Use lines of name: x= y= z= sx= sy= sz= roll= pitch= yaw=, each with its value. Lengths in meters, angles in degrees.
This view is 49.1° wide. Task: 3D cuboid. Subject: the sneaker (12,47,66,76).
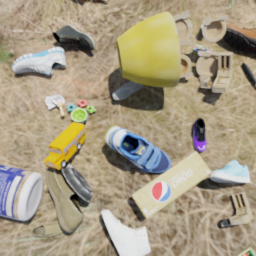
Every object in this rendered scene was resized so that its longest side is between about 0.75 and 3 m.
sneaker: x=-3.748 y=-2.642 z=11.952 sx=2.307 sy=0.865 sz=1.000 roll=-20 pitch=79 yaw=-6

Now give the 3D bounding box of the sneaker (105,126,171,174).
sneaker: x=0.498 y=0.934 z=10.303 sx=2.832 sy=1.165 sz=1.047 roll=29 pitch=80 yaw=-20

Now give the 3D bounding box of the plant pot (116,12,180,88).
plant pot: x=0.626 y=-2.735 z=10.443 sx=1.946 sy=2.741 sz=2.741 roll=-9 pitch=73 yaw=-4

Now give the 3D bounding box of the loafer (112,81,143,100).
loafer: x=-0.064 y=-1.600 z=11.755 sx=1.454 sy=0.508 sz=0.507 roll=-28 pitch=36 yaw=-21

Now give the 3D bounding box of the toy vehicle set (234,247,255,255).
toy vehicle set: x=4.329 y=5.368 z=9.763 sx=1.216 sy=0.260 sz=1.958 roll=-29 pitch=75 yaw=-9

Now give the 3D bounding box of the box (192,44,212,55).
box: x=3.315 y=-3.433 z=12.534 sx=0.784 sy=0.136 sz=0.431 roll=21 pitch=74 yaw=6

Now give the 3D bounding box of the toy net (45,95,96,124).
toy net: x=-2.467 y=-0.960 z=11.530 sx=2.166 sy=0.418 sz=1.136 roll=28 pitch=66 yaw=14

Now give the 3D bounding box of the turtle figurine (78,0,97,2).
turtle figurine: x=-1.912 y=-6.427 z=13.341 sx=1.060 sy=0.341 sz=0.855 roll=-7 pitch=71 yaw=1

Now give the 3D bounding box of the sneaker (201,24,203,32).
sneaker: x=3.483 y=-4.473 z=12.623 sx=0.345 sy=0.382 sz=0.933 roll=7 pitch=37 yaw=32

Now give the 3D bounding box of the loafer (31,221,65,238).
loafer: x=-2.865 y=3.718 z=10.167 sx=1.342 sy=0.452 sz=0.510 roll=-14 pitch=73 yaw=-4

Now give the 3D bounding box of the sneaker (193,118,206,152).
sneaker: x=2.848 y=0.236 z=11.100 sx=0.483 sy=0.690 sz=1.388 roll=-2 pitch=73 yaw=2

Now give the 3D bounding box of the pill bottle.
pill bottle: x=-4.735 y=2.164 z=9.977 sx=2.956 sy=1.710 sz=1.710 roll=11 pitch=73 yaw=3

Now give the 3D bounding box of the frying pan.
frying pan: x=-1.987 y=1.799 z=10.535 sx=0.419 sy=1.557 sz=2.573 roll=-39 pitch=33 yaw=-2

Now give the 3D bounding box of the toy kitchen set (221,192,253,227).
toy kitchen set: x=3.790 y=2.975 z=10.189 sx=0.922 sy=1.130 sz=1.020 roll=-24 pitch=70 yaw=34

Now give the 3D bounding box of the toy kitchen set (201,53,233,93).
toy kitchen set: x=3.548 y=-2.244 z=11.379 sx=1.081 sy=1.195 sz=1.325 roll=8 pitch=39 yaw=27

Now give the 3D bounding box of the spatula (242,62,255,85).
spatula: x=5.612 y=-1.765 z=11.845 sx=0.273 sy=0.750 sz=2.654 roll=-39 pitch=67 yaw=23

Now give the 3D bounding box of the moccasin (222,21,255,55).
moccasin: x=5.395 y=-3.924 z=12.242 sx=2.776 sy=1.015 sz=1.071 roll=18 pitch=64 yaw=9

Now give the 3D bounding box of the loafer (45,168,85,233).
loafer: x=-2.235 y=2.422 z=10.126 sx=0.874 sy=0.985 sz=2.592 roll=-27 pitch=63 yaw=0

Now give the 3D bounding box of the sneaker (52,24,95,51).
sneaker: x=-2.366 y=-3.767 z=12.213 sx=1.868 sy=0.698 sz=0.992 roll=35 pitch=53 yaw=20

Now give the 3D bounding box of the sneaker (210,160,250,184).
sneaker: x=3.725 y=1.601 z=10.351 sx=2.031 sy=0.751 sz=0.832 roll=13 pitch=70 yaw=-38

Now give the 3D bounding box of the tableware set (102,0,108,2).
tableware set: x=-1.675 y=-6.945 z=13.454 sx=1.897 sy=0.263 sz=2.271 roll=12 pitch=65 yaw=-2

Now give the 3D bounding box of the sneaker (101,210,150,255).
sneaker: x=-0.023 y=3.663 z=9.967 sx=1.241 sy=0.791 sz=2.147 roll=-28 pitch=91 yaw=-9

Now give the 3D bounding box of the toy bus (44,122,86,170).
toy bus: x=-2.322 y=0.654 z=10.406 sx=0.646 sy=0.777 sz=1.984 roll=12 pitch=38 yaw=20

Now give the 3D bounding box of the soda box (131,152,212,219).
soda box: x=1.586 y=2.121 z=10.407 sx=2.929 sy=0.938 sz=0.992 roll=-32 pitch=75 yaw=-9

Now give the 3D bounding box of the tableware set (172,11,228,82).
tableware set: x=2.731 y=-3.229 z=11.404 sx=2.479 sy=0.344 sz=2.967 roll=-8 pitch=118 yaw=-4
